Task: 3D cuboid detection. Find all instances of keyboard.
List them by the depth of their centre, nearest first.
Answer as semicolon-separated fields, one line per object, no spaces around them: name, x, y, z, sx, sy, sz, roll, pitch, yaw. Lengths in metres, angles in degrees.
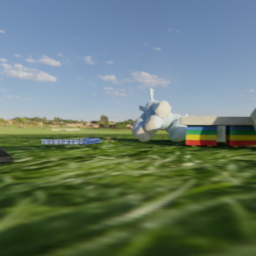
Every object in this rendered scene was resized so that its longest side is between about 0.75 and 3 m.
keyboard;-2.900;0.441;4.001;2.158;0.222;1.372;1;5;-35

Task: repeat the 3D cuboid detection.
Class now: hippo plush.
hippo plush;1.550;-0.082;12.670;2.158;2.137;2.683;31;12;-18

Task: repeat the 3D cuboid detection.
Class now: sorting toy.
sorting toy;3.128;0.132;9.272;2.620;0.917;2.635;0;-1;15

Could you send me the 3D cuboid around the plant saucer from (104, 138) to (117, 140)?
plant saucer;-0.941;0.590;15.145;0.760;0.131;0.760;0;-1;0

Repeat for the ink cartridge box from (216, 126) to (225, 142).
ink cartridge box;4.234;0.195;11.591;1.898;0.813;1.401;1;-1;-10

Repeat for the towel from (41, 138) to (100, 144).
towel;-2.159;0.496;10.808;1.907;0.227;1.381;-1;-1;16

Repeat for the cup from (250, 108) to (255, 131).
cup;3.804;-0.155;6.809;1.311;1.833;1.833;-27;-9;18
